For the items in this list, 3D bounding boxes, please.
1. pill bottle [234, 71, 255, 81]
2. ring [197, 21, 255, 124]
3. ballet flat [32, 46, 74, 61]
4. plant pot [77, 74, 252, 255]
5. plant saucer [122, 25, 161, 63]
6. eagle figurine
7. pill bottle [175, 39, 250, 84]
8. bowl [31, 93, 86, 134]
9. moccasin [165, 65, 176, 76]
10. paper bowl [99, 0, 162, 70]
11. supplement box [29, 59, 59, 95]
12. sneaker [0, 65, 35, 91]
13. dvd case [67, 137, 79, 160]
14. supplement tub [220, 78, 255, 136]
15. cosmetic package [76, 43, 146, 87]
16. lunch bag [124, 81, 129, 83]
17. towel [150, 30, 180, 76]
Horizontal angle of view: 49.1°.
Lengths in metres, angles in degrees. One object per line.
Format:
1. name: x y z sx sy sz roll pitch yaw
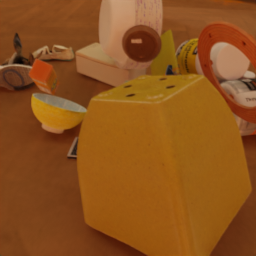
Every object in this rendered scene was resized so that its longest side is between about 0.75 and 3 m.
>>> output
1. pill bottle: 3.854 -1.253 9.536 0.722 1.286 0.722 1 37 -1
2. ring: 2.539 -1.255 6.556 0.255 2.656 2.656 -33 44 -7
3. ballet flat: -3.601 -3.545 13.132 2.115 0.659 0.713 0 36 0
4. plant pot: 0.582 0.433 5.466 2.633 2.694 2.616 7 28 42
5. plant saucer: 0.379 -2.383 8.104 1.165 1.165 0.172 6 43 8
6. eagle figurine: -4.710 -3.011 12.002 1.981 1.495 1.503 37 59 25
7. pill bottle: 2.885 -2.370 9.872 1.593 1.593 2.862 -9 16 -12
8. bowl: -2.173 -0.360 8.513 1.663 0.895 1.663 18 11 -4
9. moccasin: 1.399 -1.559 9.159 0.362 0.427 1.061 4 73 15
10. paper bowl: -0.079 -3.458 9.394 1.514 2.912 2.912 0 36 -18
11. supplement box: -2.692 -1.605 9.143 0.600 1.743 0.580 23 81 -5
12. sneaker: -4.874 -2.064 10.904 2.820 1.051 1.228 -5 32 -7
13. dvd case: -1.066 0.614 8.009 1.144 0.141 0.860 5 37 6
14. supplement tub: 4.151 -0.696 8.467 2.738 1.677 1.677 -8 38 -9
15. cosmetic package: -0.705 -2.534 11.440 2.644 0.966 1.369 23 43 25
16. lunch bag: 0.286 -0.608 7.577 0.738 1.210 1.031 -9 70 -1
17. towel: 1.301 -2.139 9.919 0.234 1.114 2.589 17 59 -44
